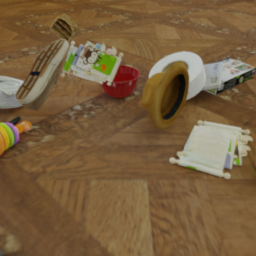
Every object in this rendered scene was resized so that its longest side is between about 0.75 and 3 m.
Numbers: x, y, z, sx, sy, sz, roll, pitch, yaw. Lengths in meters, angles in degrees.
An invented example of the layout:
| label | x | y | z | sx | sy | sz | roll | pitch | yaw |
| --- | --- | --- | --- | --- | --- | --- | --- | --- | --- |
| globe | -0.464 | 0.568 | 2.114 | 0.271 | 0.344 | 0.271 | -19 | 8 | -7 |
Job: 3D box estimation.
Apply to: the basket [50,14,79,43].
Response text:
| label | x | y | z | sx | sy | sz | roll | pitch | yaw |
| --- | --- | --- | --- | --- | --- | --- | --- | --- | --- |
| basket | -2.307 | -3.645 | 10.233 | 0.849 | 0.606 | 0.633 | 45 | 61 | -7 |

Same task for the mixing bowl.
| label | x | y | z | sx | sy | sz | roll | pitch | yaw |
| --- | --- | --- | --- | --- | --- | --- | --- | --- | --- |
| mixing bowl | -0.394 | -1.801 | 11.398 | 1.708 | 0.925 | 1.708 | 0 | 33 | 0 |

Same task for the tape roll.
| label | x | y | z | sx | sy | sz | roll | pitch | yaw |
| --- | --- | --- | --- | --- | --- | --- | --- | --- | --- |
| tape roll | 1.922 | -2.001 | 10.964 | 2.147 | 0.751 | 2.147 | -17 | 45 | 18 |

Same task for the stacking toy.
| label | x | y | z | sx | sy | sz | roll | pitch | yaw |
| --- | --- | --- | --- | --- | --- | --- | --- | --- | --- |
| stacking toy | -3.812 | 0.228 | 8.544 | 1.192 | 1.127 | 2.054 | 26 | 31 | 21 |

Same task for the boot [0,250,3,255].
| label | x | y | z | sx | sy | sz | roll | pitch | yaw |
| --- | --- | --- | --- | --- | --- | --- | --- | --- | --- |
| boot | -2.754 | 2.835 | 5.170 | 1.010 | 0.402 | 1.160 | -19 | 41 | -26 |

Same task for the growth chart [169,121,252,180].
| label | x | y | z | sx | sy | sz | roll | pitch | yaw |
| --- | --- | --- | --- | --- | --- | --- | --- | --- | --- |
| growth chart | 2.676 | 0.554 | 8.607 | 1.957 | 0.240 | 2.705 | 18 | 39 | 24 |

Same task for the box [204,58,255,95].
| label | x | y | z | sx | sy | sz | roll | pitch | yaw |
| --- | --- | --- | --- | --- | --- | --- | --- | --- | --- |
| box | 4.235 | -2.390 | 12.614 | 2.890 | 0.502 | 1.590 | -24 | 41 | -31 |

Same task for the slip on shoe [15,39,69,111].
| label | x | y | z | sx | sy | sz | roll | pitch | yaw |
| --- | --- | --- | --- | --- | --- | --- | --- | --- | --- |
| slip on shoe | -2.551 | -1.675 | 8.843 | 0.942 | 0.751 | 2.478 | 10 | 67 | 35 |

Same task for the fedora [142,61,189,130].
| label | x | y | z | sx | sy | sz | roll | pitch | yaw |
| --- | --- | --- | --- | --- | --- | --- | --- | --- | --- |
| fedora | 1.090 | -1.064 | 8.771 | 0.910 | 2.230 | 2.230 | 21 | 40 | 33 |

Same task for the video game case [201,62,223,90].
| label | x | y | z | sx | sy | sz | roll | pitch | yaw |
| --- | --- | --- | --- | --- | --- | --- | --- | --- | --- |
| video game case | 2.609 | -1.998 | 11.468 | 2.343 | 0.211 | 1.678 | -5 | 39 | 27 |

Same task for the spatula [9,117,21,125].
| label | x | y | z | sx | sy | sz | roll | pitch | yaw |
| --- | --- | --- | --- | --- | --- | --- | --- | --- | --- |
| spatula | -4.361 | 0.119 | 9.246 | 0.572 | 0.208 | 2.025 | 12 | 33 | 29 |

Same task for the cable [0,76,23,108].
| label | x | y | z | sx | sy | sz | roll | pitch | yaw |
| --- | --- | --- | --- | --- | --- | --- | --- | --- | --- |
| cable | -4.852 | -1.427 | 10.702 | 2.137 | 0.740 | 2.138 | 11 | 21 | 0 |

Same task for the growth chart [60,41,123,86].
| label | x | y | z | sx | sy | sz | roll | pitch | yaw |
| --- | --- | --- | --- | --- | --- | --- | --- | --- | --- |
| growth chart | -1.179 | -2.177 | 9.393 | 1.925 | 1.393 | 0.171 | 9 | 17 | -26 |
